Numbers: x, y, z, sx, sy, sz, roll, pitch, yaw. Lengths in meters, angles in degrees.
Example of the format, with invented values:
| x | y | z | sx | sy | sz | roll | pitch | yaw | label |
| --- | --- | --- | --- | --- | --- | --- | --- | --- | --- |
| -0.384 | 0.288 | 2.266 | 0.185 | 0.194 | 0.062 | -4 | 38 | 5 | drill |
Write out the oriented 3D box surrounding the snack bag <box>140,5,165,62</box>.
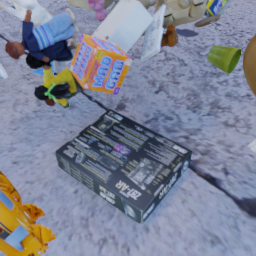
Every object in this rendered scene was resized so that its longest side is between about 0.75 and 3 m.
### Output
| x | y | z | sx | sy | sz | roll | pitch | yaw | label |
| --- | --- | --- | --- | --- | --- | --- | --- | --- | --- |
| 0.600 | -2.253 | 6.801 | 0.120 | 1.053 | 1.117 | 10 | 85 | -18 | snack bag |

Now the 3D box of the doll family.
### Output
| x | y | z | sx | sy | sz | roll | pitch | yaw | label |
| --- | --- | --- | --- | --- | --- | --- | --- | --- | --- |
| -1.567 | -1.293 | 5.841 | 1.420 | 2.458 | 0.964 | -30 | 40 | -16 | doll family |

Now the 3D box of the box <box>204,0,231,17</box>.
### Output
| x | y | z | sx | sy | sz | roll | pitch | yaw | label |
| --- | --- | --- | --- | --- | --- | --- | --- | --- | --- |
| 2.008 | -4.661 | 9.293 | 0.920 | 1.002 | 2.860 | 16 | 23 | -49 | box |

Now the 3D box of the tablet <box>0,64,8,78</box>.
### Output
| x | y | z | sx | sy | sz | roll | pitch | yaw | label |
| --- | --- | --- | --- | --- | --- | --- | --- | --- | --- |
| -4.138 | -2.622 | 7.110 | 0.200 | 2.926 | 1.904 | -39 | 34 | -17 | tablet |

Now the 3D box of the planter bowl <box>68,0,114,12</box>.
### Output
| x | y | z | sx | sy | sz | roll | pitch | yaw | label |
| --- | --- | --- | --- | --- | --- | --- | --- | --- | --- |
| -1.212 | -4.452 | 8.921 | 1.974 | 1.328 | 1.974 | 15 | 21 | -6 | planter bowl |

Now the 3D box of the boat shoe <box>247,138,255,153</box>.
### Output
| x | y | z | sx | sy | sz | roll | pitch | yaw | label |
| --- | --- | --- | --- | --- | --- | --- | --- | --- | --- |
| 2.964 | 0.237 | 6.021 | 0.292 | 0.837 | 0.297 | 46 | 39 | 14 | boat shoe |

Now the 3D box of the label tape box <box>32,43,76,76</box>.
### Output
| x | y | z | sx | sy | sz | roll | pitch | yaw | label |
| --- | --- | --- | --- | --- | --- | --- | --- | --- | --- |
| -2.406 | -2.257 | 9.080 | 1.020 | 0.471 | 1.424 | 19 | 49 | 42 | label tape box |

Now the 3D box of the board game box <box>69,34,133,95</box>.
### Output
| x | y | z | sx | sy | sz | roll | pitch | yaw | label |
| --- | --- | --- | --- | --- | --- | --- | --- | --- | --- |
| -0.560 | -1.259 | 5.583 | 0.805 | 0.805 | 0.805 | 6 | 32 | -37 | board game box |

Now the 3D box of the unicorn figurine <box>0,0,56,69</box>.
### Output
| x | y | z | sx | sy | sz | roll | pitch | yaw | label |
| --- | --- | --- | --- | --- | --- | --- | --- | --- | --- |
| -2.789 | -3.188 | 7.478 | 1.919 | 1.032 | 2.794 | 0 | 64 | -57 | unicorn figurine |

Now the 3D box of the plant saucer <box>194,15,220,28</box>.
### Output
| x | y | z | sx | sy | sz | roll | pitch | yaw | label |
| --- | --- | --- | --- | --- | --- | --- | --- | --- | --- |
| 2.392 | -3.207 | 8.438 | 0.796 | 0.117 | 0.796 | -18 | 6 | 2 | plant saucer |

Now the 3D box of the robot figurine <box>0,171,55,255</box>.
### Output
| x | y | z | sx | sy | sz | roll | pitch | yaw | label |
| --- | --- | --- | --- | --- | --- | --- | --- | --- | --- |
| -1.473 | 0.550 | 2.754 | 0.497 | 1.708 | 1.238 | -40 | 22 | -17 | robot figurine |

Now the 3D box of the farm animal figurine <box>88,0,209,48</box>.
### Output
| x | y | z | sx | sy | sz | roll | pitch | yaw | label |
| --- | --- | --- | --- | --- | --- | --- | --- | --- | --- |
| 0.517 | -3.437 | 7.835 | 2.910 | 1.463 | 2.350 | 38 | 92 | 11 | farm animal figurine |

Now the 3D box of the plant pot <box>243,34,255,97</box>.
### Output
| x | y | z | sx | sy | sz | roll | pitch | yaw | label |
| --- | --- | --- | --- | --- | --- | --- | --- | --- | --- |
| 3.600 | -1.167 | 6.170 | 2.073 | 2.073 | 2.225 | 15 | 35 | 16 | plant pot |

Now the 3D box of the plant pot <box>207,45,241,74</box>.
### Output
| x | y | z | sx | sy | sz | roll | pitch | yaw | label |
| --- | --- | --- | --- | --- | --- | --- | --- | --- | --- |
| 3.048 | -2.283 | 9.036 | 0.818 | 0.850 | 0.850 | 32 | 52 | 28 | plant pot |

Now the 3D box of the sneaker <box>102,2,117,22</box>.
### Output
| x | y | z | sx | sy | sz | roll | pitch | yaw | label |
| --- | --- | --- | --- | --- | --- | --- | --- | --- | --- |
| 0.016 | -3.877 | 9.450 | 1.075 | 2.700 | 1.046 | 29 | 26 | -24 | sneaker |

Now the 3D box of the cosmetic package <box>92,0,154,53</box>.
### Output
| x | y | z | sx | sy | sz | roll | pitch | yaw | label |
| --- | --- | --- | --- | --- | --- | --- | --- | --- | --- |
| -0.253 | -2.357 | 6.935 | 1.623 | 0.659 | 0.916 | -51 | 40 | 9 | cosmetic package |

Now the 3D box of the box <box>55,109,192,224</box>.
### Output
| x | y | z | sx | sy | sz | roll | pitch | yaw | label |
| --- | --- | --- | --- | --- | --- | --- | --- | --- | --- |
| -0.119 | 0.832 | 7.623 | 2.914 | 0.634 | 2.334 | 27 | 50 | 26 | box |
